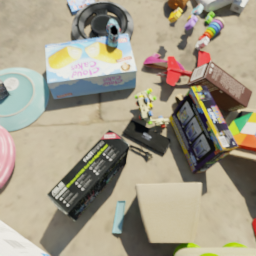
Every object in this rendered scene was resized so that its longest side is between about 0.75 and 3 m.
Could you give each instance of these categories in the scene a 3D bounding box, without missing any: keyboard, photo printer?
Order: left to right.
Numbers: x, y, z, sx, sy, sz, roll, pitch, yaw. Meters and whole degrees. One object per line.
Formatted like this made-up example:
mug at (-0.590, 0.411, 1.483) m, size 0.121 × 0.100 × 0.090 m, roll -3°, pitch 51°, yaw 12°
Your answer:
keyboard at (0.475, 0.396, 8.272) m, size 1.433 × 0.148 × 0.910 m, roll 27°, pitch 61°, yaw 14°
photo printer at (3.398, -5.224, 10.668) m, size 1.687 × 0.586 × 1.404 m, roll -23°, pitch 62°, yaw 7°

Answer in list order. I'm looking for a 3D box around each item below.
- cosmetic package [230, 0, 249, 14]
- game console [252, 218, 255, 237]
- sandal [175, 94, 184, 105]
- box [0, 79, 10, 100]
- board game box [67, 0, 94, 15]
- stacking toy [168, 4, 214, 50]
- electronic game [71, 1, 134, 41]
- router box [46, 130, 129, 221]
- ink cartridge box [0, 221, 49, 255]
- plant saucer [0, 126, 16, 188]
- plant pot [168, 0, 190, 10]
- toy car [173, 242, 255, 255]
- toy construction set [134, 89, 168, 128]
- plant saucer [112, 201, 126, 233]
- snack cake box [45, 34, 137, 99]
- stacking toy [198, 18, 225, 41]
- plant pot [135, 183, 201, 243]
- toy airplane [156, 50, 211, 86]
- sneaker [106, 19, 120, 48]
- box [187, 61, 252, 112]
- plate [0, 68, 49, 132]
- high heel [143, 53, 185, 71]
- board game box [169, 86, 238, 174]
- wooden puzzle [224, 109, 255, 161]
cosmetic package at (4.336, -4.852, 10.793) m, size 0.480 × 0.345 × 0.851 m, roll 30°, pitch 66°, yaw 14°
game console at (4.166, 3.044, 6.932) m, size 1.498 × 1.032 × 1.738 m, roll 10°, pitch 60°, yaw -30°
sandal at (2.192, -0.468, 8.405) m, size 0.599 × 0.668 × 1.821 m, roll -33°, pitch 63°, yaw -8°
box at (-4.040, -1.021, 8.399) m, size 0.806 × 0.638 × 0.195 m, roll -39°, pitch 69°, yaw -20°
board game box at (-1.803, -4.816, 10.861) m, size 0.970 × 0.178 × 0.734 m, roll -20°, pitch 65°, yaw -10°
stacking toy at (2.308, -3.891, 9.745) m, size 1.538 × 0.479 × 2.040 m, roll 37°, pitch 58°, yaw -22°
electronic game at (-0.914, -3.639, 10.097) m, size 2.238 × 0.466 × 2.238 m, roll 0°, pitch 71°, yaw 0°
router box at (-0.907, 1.230, 7.013) m, size 0.668 × 1.611 × 2.150 m, roll 39°, pitch 69°, yaw 13°
ink cartridge box at (-2.995, 2.766, 5.937) m, size 2.977 × 2.173 × 1.255 m, roll 27°, pitch 69°, yaw 14°
plant saucer at (-4.393, 0.850, 7.662) m, size 2.480 × 0.629 × 2.480 m, roll -2°, pitch 63°, yaw 4°
plant pot at (1.895, -4.906, 10.543) m, size 0.939 × 0.939 × 0.657 m, roll 20°, pitch 81°, yaw 10°
toy car at (2.009, 3.837, 5.502) m, size 2.182 × 2.271 × 2.765 m, roll 0°, pitch 74°, yaw 0°
toy construction set at (0.644, -0.571, 8.443) m, size 0.634 × 0.902 × 1.376 m, roll -34°, pitch 71°, yaw 19°
plant saucer at (-0.222, 2.307, 7.269) m, size 0.288 × 0.078 × 0.824 m, roll -13°, pitch 56°, yaw 35°
snack cake box at (-1.188, -1.969, 9.016) m, size 2.715 × 0.912 × 1.561 m, roll -9°, pitch 62°, yaw -5°
stacking toy at (2.942, -3.399, 10.036) m, size 0.493 × 0.493 × 1.156 m, roll 38°, pitch 76°, yaw 17°
plant pot at (0.992, 1.982, 6.692) m, size 1.460 × 1.462 × 1.295 m, roll -3°, pitch 80°, yaw 8°
toy airplane at (2.172, -1.689, 9.054) m, size 2.508 × 0.461 × 2.508 m, roll 3°, pitch 65°, yaw -6°
sneaker at (-0.425, -3.075, 8.769) m, size 0.436 × 0.525 × 1.100 m, roll 0°, pitch 61°, yaw -11°
box at (2.681, -1.163, 8.231) m, size 1.699 × 0.851 × 0.637 m, roll 28°, pitch 73°, yaw -18°
plate at (-3.761, -1.016, 8.888) m, size 2.444 × 0.312 × 2.444 m, roll 0°, pitch 64°, yaw 1°
high heel at (1.185, -2.018, 9.276) m, size 1.394 × 0.469 × 0.668 m, roll 36°, pitch 64°, yaw 19°
board game box at (1.934, 0.080, 7.603) m, size 0.535 × 1.559 × 1.886 m, roll -9°, pitch 63°, yaw -21°
wooden puzzle at (3.477, 0.091, 7.795) m, size 1.953 × 0.364 × 1.807 m, roll 16°, pitch 58°, yaw 48°
